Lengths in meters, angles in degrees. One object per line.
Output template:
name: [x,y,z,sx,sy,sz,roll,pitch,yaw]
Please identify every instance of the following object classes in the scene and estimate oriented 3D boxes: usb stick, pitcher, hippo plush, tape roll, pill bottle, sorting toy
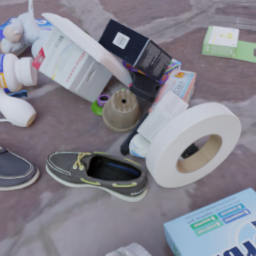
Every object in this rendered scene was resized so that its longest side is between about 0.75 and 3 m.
usb stick: [0.248,0.154,8.156,0.271,0.461,1.663,26,48,14]
pitcher: [-3.568,-0.458,8.585,1.257,1.078,0.762,32,24,-2]
hippo plush: [-3.875,-3.585,11.660,1.921,1.903,2.390,29,58,-13]
tape roll: [1.498,0.470,6.362,2.319,2.319,0.424,-18,47,-18]
pill bottle: [-4.463,-1.858,9.690,2.340,1.311,1.311,-5,43,-4]
sorting toy: [-0.383,-0.779,8.951,1.716,0.705,1.031,25,46,24]

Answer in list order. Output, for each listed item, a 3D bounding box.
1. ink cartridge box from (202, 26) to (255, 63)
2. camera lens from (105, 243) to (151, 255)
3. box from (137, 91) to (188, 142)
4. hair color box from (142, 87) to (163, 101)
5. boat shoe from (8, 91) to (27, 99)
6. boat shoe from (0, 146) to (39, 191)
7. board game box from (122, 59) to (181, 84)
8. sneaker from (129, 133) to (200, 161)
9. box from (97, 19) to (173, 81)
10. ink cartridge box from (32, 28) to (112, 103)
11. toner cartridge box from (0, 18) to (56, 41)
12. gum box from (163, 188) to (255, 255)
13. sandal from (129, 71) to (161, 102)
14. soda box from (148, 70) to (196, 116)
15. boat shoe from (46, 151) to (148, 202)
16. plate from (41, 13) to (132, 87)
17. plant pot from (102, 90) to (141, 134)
ink cartridge box: [4.676,-3.657,12.201,2.608,0.625,1.897,12,44,16]
camera lens: [-0.340,2.932,4.327,1.919,1.535,1.535,-24,48,-24]
box: [0.889,-0.247,7.138,0.653,1.000,0.995,39,41,3]
hair color box: [0.865,-1.200,9.772,0.804,0.244,0.398,-7,43,-7]
boat shoe: [-3.666,-1.009,9.192,0.771,0.265,0.325,-14,8,22]
boat shoe: [-3.634,0.806,7.122,2.790,0.875,1.014,12,43,13]
board game box: [0.909,-2.479,11.019,1.306,0.435,1.943,-34,52,-31]
sneaker: [1.021,0.615,7.552,2.016,0.730,0.724,12,58,-8]
box: [0.253,-2.647,9.654,1.919,0.999,1.747,39,14,32]
ink cartridge box: [-1.798,-2.066,9.396,2.079,1.504,1.511,34,94,31]
toner cartridge box: [-4.307,-4.505,13.057,2.961,0.639,1.407,7,43,7]
gum box: [2.170,2.433,5.066,2.166,0.568,2.549,-18,31,-12]
sandal: [0.434,-1.222,8.930,1.056,0.634,2.811,24,22,-1]
soda box: [1.442,-0.850,8.911,0.808,0.869,2.541,15,45,19]
boat shoe: [-0.832,0.994,6.939,2.742,0.826,0.977,12,48,14]
plate: [-1.103,-2.531,9.312,2.878,2.884,0.466,41,96,24]
plant pot: [-0.168,-0.558,8.186,1.202,1.043,1.202,2,71,-5]
